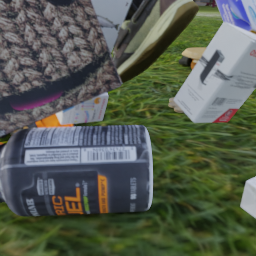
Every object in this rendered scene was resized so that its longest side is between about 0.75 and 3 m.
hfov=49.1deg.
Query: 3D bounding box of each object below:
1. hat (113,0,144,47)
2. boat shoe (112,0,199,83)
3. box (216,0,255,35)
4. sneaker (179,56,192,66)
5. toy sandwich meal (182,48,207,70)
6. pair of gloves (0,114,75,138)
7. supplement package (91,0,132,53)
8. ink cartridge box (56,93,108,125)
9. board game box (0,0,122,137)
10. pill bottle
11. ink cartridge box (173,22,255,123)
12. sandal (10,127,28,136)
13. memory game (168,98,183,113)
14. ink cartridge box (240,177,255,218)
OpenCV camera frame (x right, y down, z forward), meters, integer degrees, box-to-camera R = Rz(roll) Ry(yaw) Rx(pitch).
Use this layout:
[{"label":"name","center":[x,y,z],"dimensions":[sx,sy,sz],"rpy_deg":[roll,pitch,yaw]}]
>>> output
[{"label":"hat","center":[0.157,-3.768,8.582],"dimensions":[2.916,2.916,1.176],"rpy_deg":[-7,3,-13]},{"label":"boat shoe","center":[0.255,-1.942,6.135],"dimensions":[1.065,0.980,2.981],"rpy_deg":[-28,-4,-36]},{"label":"box","center":[2.937,-2.546,6.422],"dimensions":[2.840,1.690,0.589],"rpy_deg":[1,-21,-35]},{"label":"sneaker","center":[2.972,-3.364,13.587],"dimensions":[0.650,0.544,1.431],"rpy_deg":[13,27,38]},{"label":"toy sandwich meal","center":[3.536,-2.933,12.408],"dimensions":[2.540,0.870,2.540],"rpy_deg":[3,25,-2]},{"label":"pair of gloves","center":[-2.886,-0.115,7.346],"dimensions":[2.914,0.360,2.596],"rpy_deg":[-8,28,-13]},{"label":"supplement package","center":[-0.856,-3.156,7.473],"dimensions":[1.188,2.033,1.192],"rpy_deg":[3,30,-45]},{"label":"ink cartridge box","center":[-0.840,-0.504,5.177],"dimensions":[0.946,0.608,0.592],"rpy_deg":[-7,44,-31]},{"label":"board game box","center":[-1.541,-1.449,3.419],"dimensions":[2.086,2.617,1.267],"rpy_deg":[-24,39,-2]},{"label":"pill bottle","center":[-1.015,0.688,4.579],"dimensions":[2.692,1.430,1.430],"rpy_deg":[-2,27,-3]},{"label":"ink cartridge box","center":[1.370,-0.706,3.897],"dimensions":[0.912,1.263,0.529],"rpy_deg":[-2,44,-41]},{"label":"sandal","center":[-2.609,0.081,6.951],"dimensions":[0.838,0.226,0.337],"rpy_deg":[4,52,18]},{"label":"memory game","center":[2.150,-0.740,8.835],"dimensions":[1.773,0.113,1.773],"rpy_deg":[-1,27,0]},{"label":"ink cartridge box","center":[2.921,1.103,4.675],"dimensions":[1.753,0.592,1.021],"rpy_deg":[-15,30,-24]}]
